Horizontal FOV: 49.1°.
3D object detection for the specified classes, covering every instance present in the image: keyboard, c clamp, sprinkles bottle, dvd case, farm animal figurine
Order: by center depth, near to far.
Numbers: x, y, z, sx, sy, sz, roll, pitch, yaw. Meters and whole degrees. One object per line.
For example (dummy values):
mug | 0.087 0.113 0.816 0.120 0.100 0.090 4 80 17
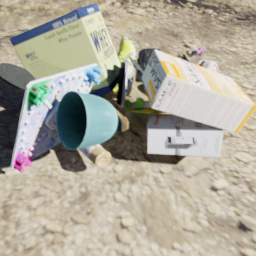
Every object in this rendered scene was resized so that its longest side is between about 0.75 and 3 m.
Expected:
sprinkles bottle | -1.249 0.642 8.970 0.576 0.576 1.688 -30 42 -26
dvd case | -0.238 -1.038 9.620 0.193 2.200 1.569 7 4 2
c clamp | 0.548 -1.734 9.734 0.254 1.876 1.602 -38 81 11
farm animal figurine | 1.939 -2.356 9.944 0.708 1.137 1.408 38 83 -8
keyboard | 1.214 -3.108 13.124 1.425 0.543 2.738 3 47 3

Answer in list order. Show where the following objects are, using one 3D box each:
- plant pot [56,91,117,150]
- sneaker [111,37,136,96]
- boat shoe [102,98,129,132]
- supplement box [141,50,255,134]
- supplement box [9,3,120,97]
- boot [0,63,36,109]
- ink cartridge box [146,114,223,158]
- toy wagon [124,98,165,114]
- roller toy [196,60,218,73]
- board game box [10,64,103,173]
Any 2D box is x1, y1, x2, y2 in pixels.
plant pot | -1.041 -0.197 7.640 1.233 1.537 1.537 -1 38 -42
sneaker | -0.262 -2.455 11.178 0.890 2.329 0.878 1 6 -26
boat shoe | -0.444 -0.494 8.523 0.668 0.685 1.810 -12 34 -30
supplement box | 1.974 -1.068 8.184 2.879 1.059 1.815 15 33 -18
supplement box | -2.024 -2.474 9.963 2.764 2.761 1.855 -13 24 21
boot | -3.041 -0.942 8.379 2.076 1.356 0.703 28 48 -23
ink cartridge box | 1.778 0.193 9.133 2.251 0.933 1.652 3 19 9
toy wagon | 0.633 -0.739 10.000 1.574 0.401 2.028 5 -4 -34
roller toy | 2.957 -2.097 10.621 0.680 0.888 0.973 21 24 38
board game box | -2.006 -0.319 8.248 0.374 2.890 2.890 34 33 13
